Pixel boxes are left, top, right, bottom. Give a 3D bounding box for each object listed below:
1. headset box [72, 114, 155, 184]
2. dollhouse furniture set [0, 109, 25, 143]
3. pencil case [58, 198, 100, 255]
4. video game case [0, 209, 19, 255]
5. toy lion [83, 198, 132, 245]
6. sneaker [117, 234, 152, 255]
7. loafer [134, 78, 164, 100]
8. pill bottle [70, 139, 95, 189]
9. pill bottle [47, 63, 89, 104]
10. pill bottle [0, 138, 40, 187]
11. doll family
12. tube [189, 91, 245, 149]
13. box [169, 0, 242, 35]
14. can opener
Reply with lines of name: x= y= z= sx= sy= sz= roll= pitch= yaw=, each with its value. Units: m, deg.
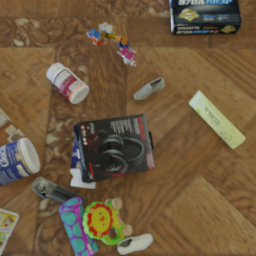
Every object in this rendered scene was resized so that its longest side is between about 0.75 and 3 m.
headset box: x=-0.285 y=0.505 z=7.402 sx=2.052 sy=0.793 sz=1.527 roll=-8 pitch=86 yaw=-21
dollhouse furniture set: x=-4.168 y=-0.191 z=8.215 sx=1.122 sy=0.958 sz=2.164 roll=-43 pitch=77 yaw=-13
pencil case: x=-1.244 y=2.570 z=7.116 sx=0.639 sy=0.694 sz=1.502 roll=-24 pitch=100 yaw=-36
video game case: x=-4.381 y=2.835 z=6.881 sx=2.482 sy=0.284 sz=2.259 roll=18 pitch=46 yaw=-3
toy lion: x=-0.579 y=2.431 z=7.147 sx=1.179 sy=0.422 sz=1.230 roll=-24 pitch=94 yaw=-44
sneaker: x=0.175 y=3.039 z=7.387 sx=0.980 sy=0.347 sz=0.358 roll=-22 pitch=40 yaw=-7
loafer: x=0.636 y=-1.218 z=8.641 sx=1.056 sy=0.368 sz=0.369 roll=-31 pitch=57 yaw=-7
pill bottle: x=-1.182 y=0.956 z=7.878 sx=0.822 sy=0.822 sz=1.421 roll=5 pitch=75 yaw=2
pill bottle: x=-1.894 y=-1.397 z=8.732 sx=1.256 sy=0.717 sz=0.717 roll=43 pitch=76 yaw=12
pill bottle: x=-3.510 y=1.070 z=7.727 sx=1.859 sy=1.033 sz=1.033 roll=-22 pitch=73 yaw=-6
doll family: x=-0.354 y=-2.687 z=8.720 sx=1.824 sy=1.132 sz=0.822 roll=32 pitch=91 yaw=-1
tube: x=2.627 y=-0.230 z=8.412 sx=0.565 sy=0.506 sz=1.947 roll=-45 pitch=79 yaw=22
box: x=2.629 y=-4.168 z=9.775 sx=2.309 sy=0.531 sz=1.835 roll=-1 pitch=71 yaw=0
can opener: x=-1.954 y=1.873 z=7.797 sx=1.543 sy=0.516 sz=0.411 roll=24 pitch=52 yaw=4
